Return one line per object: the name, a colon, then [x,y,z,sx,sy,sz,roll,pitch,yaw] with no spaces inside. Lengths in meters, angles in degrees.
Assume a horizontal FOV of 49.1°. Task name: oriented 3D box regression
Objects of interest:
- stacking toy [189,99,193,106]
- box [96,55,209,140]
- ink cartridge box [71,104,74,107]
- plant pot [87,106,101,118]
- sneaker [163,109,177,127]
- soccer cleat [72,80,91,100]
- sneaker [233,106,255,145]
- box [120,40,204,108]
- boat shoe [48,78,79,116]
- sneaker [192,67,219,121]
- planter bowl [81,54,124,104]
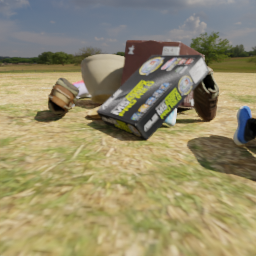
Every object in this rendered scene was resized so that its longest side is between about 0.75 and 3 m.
stacking toy: [2.559,-1.283,10.003,0.278,1.183,0.892,-30,26,-32]
box: [0.638,-1.038,8.147,2.755,0.610,2.207,-46,33,-15]
ink cartridge box: [-2.724,-1.110,12.015,0.744,0.344,1.365,-12,16,-10]
plant pot: [-0.689,-0.638,9.932,1.513,0.208,1.513,-15,16,4]
sneaker: [1.190,-0.461,8.478,0.501,0.768,0.305,20,-32,-21]
soccer cleat: [-2.568,-2.027,14.493,2.827,1.034,0.964,-9,16,-32]
sneaker: [2.903,-0.145,6.660,0.429,1.117,0.622,34,-30,-12]
box: [1.381,-2.039,10.974,2.221,2.198,2.677,13,10,32]
boat shoe: [-2.452,-0.981,9.948,1.006,0.982,2.659,33,-14,-9]
sneaker: [2.448,-0.983,8.694,0.693,1.967,0.743,-30,28,-12]
planter bowl: [-0.925,-1.983,12.353,2.374,1.598,2.374,1,-11,0]
